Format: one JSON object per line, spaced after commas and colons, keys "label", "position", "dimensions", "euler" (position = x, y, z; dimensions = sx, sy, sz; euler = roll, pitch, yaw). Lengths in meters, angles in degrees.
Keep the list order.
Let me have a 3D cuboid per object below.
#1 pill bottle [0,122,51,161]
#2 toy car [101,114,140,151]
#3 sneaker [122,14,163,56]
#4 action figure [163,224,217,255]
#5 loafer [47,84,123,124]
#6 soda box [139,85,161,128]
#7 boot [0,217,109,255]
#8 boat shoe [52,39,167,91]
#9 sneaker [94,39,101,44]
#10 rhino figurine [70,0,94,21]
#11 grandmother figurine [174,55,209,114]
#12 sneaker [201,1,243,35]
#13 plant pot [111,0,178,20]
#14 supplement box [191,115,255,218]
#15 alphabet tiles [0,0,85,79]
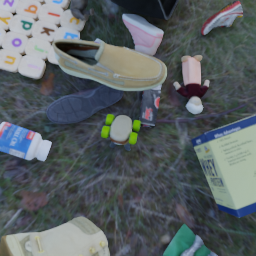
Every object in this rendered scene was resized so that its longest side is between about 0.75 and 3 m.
{"label": "pill bottle", "position": [-2.712, 0.394, 7.266], "dimensions": [1.315, 0.738, 0.738], "euler": [21, 78, -15]}
{"label": "toy car", "position": [-0.201, 0.266, 7.286], "dimensions": [0.857, 1.043, 0.823], "euler": [13, 50, 4]}
{"label": "sneaker", "position": [0.300, -2.651, 8.057], "dimensions": [0.626, 0.870, 1.664], "euler": [-13, 45, -34]}
{"label": "action figure", "position": [0.968, 3.729, 6.570], "dimensions": [2.609, 0.713, 1.541], "euler": [-41, 57, -11]}
{"label": "loafer", "position": [-1.163, -0.700, 7.726], "dimensions": [2.122, 0.668, 0.763], "euler": [-21, 106, -1]}
{"label": "soda box", "position": [0.608, -0.690, 7.761], "dimensions": [0.462, 0.414, 1.307], "euler": [9, 79, 2]}
{"label": "boot", "position": [-1.193, 3.088, 5.804], "dimensions": [2.778, 2.159, 1.011], "euler": [37, 120, 42]}
{"label": "boat shoe", "position": [-0.512, -1.631, 6.911], "dimensions": [2.927, 1.115, 1.049], "euler": [9, 74, 11]}
{"label": "sneaker", "position": [-0.570, -2.053, 8.048], "dimensions": [1.219, 0.491, 0.508], "euler": [38, 95, 22]}
{"label": "rhino figurine", "position": [-1.325, -3.830, 7.848], "dimensions": [0.695, 0.475, 1.590], "euler": [16, 111, 35]}
{"label": "grandmother figurine", "position": [1.793, -1.193, 7.843], "dimensions": [1.010, 0.505, 1.666], "euler": [-5, 76, 8]}
{"label": "sneaker", "position": [2.759, -3.122, 8.180], "dimensions": [1.323, 0.515, 0.543], "euler": [-32, 108, 9]}
{"label": "plant pot", "position": [0.310, -4.528, 7.554], "dimensions": [1.981, 2.233, 2.228], "euler": [15, 70, 35]}
{"label": "supplement box", "position": [2.973, 0.812, 6.922], "dimensions": [2.001, 1.343, 1.999], "euler": [-20, 82, -4]}
{"label": "alphabet tiles", "position": [-2.802, -2.931, 8.326], "dimensions": [2.821, 0.210, 2.884], "euler": [15, 79, 4]}
